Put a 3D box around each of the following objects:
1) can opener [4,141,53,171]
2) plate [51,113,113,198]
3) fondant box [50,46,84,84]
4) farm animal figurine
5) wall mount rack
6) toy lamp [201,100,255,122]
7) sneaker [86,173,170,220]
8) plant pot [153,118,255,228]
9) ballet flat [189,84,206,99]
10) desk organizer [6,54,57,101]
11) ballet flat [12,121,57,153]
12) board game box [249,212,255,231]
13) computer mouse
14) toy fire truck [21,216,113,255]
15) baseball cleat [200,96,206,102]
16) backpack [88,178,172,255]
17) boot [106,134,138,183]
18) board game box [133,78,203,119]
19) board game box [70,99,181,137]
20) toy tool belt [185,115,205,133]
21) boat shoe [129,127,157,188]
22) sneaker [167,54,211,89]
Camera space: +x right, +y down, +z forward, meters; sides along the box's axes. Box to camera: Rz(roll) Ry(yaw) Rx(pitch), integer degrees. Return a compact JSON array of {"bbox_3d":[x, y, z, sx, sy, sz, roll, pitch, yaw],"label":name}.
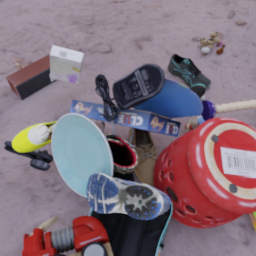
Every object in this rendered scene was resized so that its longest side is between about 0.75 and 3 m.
[{"bbox_3d":[-3.147,0.793,8.859,1.599,0.507,0.629,26,32,-6],"label":"can opener"},{"bbox_3d":[-1.171,0.706,7.234,2.258,2.258,0.289,38,35,25],"label":"plate"},{"bbox_3d":[-2.250,-2.252,10.213,1.093,1.515,0.441,12,67,-9],"label":"fondant box"},{"bbox_3d":[4.031,-4.145,13.434,1.326,0.699,1.341,-7,53,-5],"label":"farm animal figurine"},{"bbox_3d":[-0.688,0.015,8.190,1.923,1.671,0.717,13,83,26],"label":"wall mount rack"},{"bbox_3d":[3.476,-0.686,8.457,2.509,0.730,0.730,-6,53,-10],"label":"toy lamp"},{"bbox_3d":[-0.043,1.541,6.189,2.194,0.934,0.845,7,83,42],"label":"sneaker"},{"bbox_3d":[2.390,1.193,7.793,2.799,2.549,2.799,7,62,-14],"label":"plant pot"},{"bbox_3d":[2.037,-0.970,9.332,0.542,1.595,0.545,25,75,-12],"label":"ballet flat"},{"bbox_3d":[-3.903,-2.205,11.910,2.237,0.802,0.861,-37,59,-25],"label":"desk organizer"},{"bbox_3d":[-2.305,0.097,8.207,2.130,0.714,0.712,-20,80,-37],"label":"ballet flat"},{"bbox_3d":[4.067,2.145,8.766,1.018,0.319,2.130,3,51,-14],"label":"board game box"},{"bbox_3d":[0.107,-0.986,6.929,1.826,0.481,1.264,-19,82,25],"label":"computer mouse"},{"bbox_3d":[-1.468,2.580,6.318,1.962,1.434,2.229,-15,42,-11],"label":"toy fire truck"},{"bbox_3d":[3.073,-1.028,11.216,0.863,0.459,0.301,34,73,29],"label":"baseball cleat"},{"bbox_3d":[-0.138,2.854,7.353,2.122,1.851,2.414,18,57,6],"label":"backpack"},{"bbox_3d":[-0.748,0.627,8.222,1.006,2.105,2.787,-38,69,-23],"label":"boot"},{"bbox_3d":[1.038,-0.988,8.504,2.485,1.963,0.484,-6,56,45],"label":"board game box"},{"bbox_3d":[-0.101,-0.299,8.503,2.823,1.912,0.488,13,91,35],"label":"board game box"},{"bbox_3d":[2.566,-0.139,10.246,0.619,0.629,1.007,10,25,35],"label":"toy tool belt"},{"bbox_3d":[0.526,0.823,9.440,0.849,0.768,2.382,-12,66,-12],"label":"boat shoe"},{"bbox_3d":[2.614,-2.411,12.036,2.152,0.853,0.811,35,58,22],"label":"sneaker"}]
